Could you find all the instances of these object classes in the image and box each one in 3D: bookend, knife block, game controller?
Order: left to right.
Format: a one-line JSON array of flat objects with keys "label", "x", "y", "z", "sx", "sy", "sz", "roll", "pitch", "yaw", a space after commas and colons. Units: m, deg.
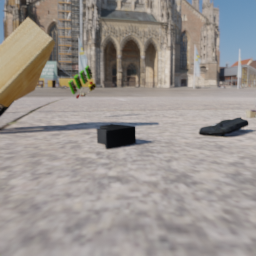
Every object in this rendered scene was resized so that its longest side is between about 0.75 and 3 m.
[{"label": "knife block", "x": -3.445, "y": -1.274, "z": 7.422, "sx": 0.924, "sy": 2.888, "sz": 2.535, "roll": 41, "pitch": 39, "yaw": -1}, {"label": "bookend", "x": -0.408, "y": 0.165, "z": 6.076, "sx": 0.830, "sy": 0.382, "sz": 0.825, "roll": -8, "pitch": 10, "yaw": -43}, {"label": "game controller", "x": 2.629, "y": -0.011, "z": 7.664, "sx": 0.874, "sy": 0.353, "sz": 1.676, "roll": -14, "pitch": -1, "yaw": 43}]

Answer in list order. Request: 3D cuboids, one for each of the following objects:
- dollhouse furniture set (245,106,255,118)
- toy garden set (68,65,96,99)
[{"label": "dollhouse furniture set", "x": 6.034, "y": -1.013, "z": 11.483, "sx": 1.789, "sy": 1.270, "sz": 1.417, "roll": -1, "pitch": 8, "yaw": -10}, {"label": "toy garden set", "x": -1.847, "y": -1.800, "z": 11.784, "sx": 0.264, "sy": 1.103, "sz": 1.323, "roll": 16, "pitch": 50, "yaw": 29}]
